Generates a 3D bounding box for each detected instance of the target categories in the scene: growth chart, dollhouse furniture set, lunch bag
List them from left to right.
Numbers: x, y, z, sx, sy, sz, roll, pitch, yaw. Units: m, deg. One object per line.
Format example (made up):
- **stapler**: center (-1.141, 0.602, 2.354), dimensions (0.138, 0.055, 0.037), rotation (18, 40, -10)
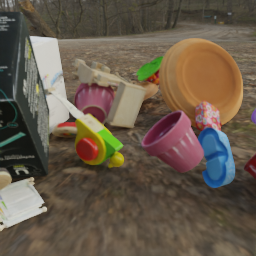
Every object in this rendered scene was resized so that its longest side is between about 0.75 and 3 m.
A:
- **growth chart**: center (-1.971, 1.272, 4.896), dimensions (0.912, 0.112, 1.260), rotation (-13, 25, -28)
- **dollhouse furniture set**: center (-0.897, -1.198, 8.674), dimensions (1.428, 1.220, 2.755), rotation (8, 21, -36)
- **lunch bag**: center (2.145, -0.237, 7.385), dimensions (0.748, 0.348, 0.849), rotation (25, 53, -19)

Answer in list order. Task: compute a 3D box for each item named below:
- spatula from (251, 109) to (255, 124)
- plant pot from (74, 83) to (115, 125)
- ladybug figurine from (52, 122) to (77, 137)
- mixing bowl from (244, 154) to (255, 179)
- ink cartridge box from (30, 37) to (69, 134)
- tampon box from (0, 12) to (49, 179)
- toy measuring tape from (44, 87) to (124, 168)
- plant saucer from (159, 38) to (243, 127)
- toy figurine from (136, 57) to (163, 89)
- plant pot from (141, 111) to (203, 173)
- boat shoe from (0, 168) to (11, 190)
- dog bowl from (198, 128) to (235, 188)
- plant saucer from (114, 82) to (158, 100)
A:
- **spatula**: center (3.505, -0.010, 6.382), dimensions (0.286, 0.787, 2.785), rotation (38, 21, -8)
- **plant pot**: center (-1.026, -0.663, 8.509), dimensions (1.270, 1.270, 1.137), rotation (-1, 37, -2)
- **ladybug figurine**: center (-1.562, 0.041, 7.438), dimensions (0.895, 0.322, 0.607), rotation (0, -17, 5)
- **mixing bowl**: center (3.119, 0.622, 4.632), dimensions (2.008, 2.008, 1.088), rotation (-11, 59, -26)
- **ink cartridge box**: center (-2.887, -1.062, 7.399), dimensions (1.749, 2.375, 1.718), rotation (10, 33, 22)
- **tampon box**: center (-2.586, -0.338, 4.879), dimensions (2.029, 2.707, 1.709), rotation (-3, 60, -9)
- **toy measuring tape**: center (-1.068, 0.095, 6.177), dimensions (2.372, 0.873, 0.873), rotation (40, 34, 12)
- **plant saucer**: center (2.280, -1.394, 8.259), dimensions (2.802, 2.802, 0.524), rotation (-8, -9, -19)
- **toy figurine**: center (1.219, -1.720, 10.622), dimensions (1.217, 1.492, 1.621), rotation (-49, 22, -9)
- **plant pot**: center (0.838, 0.291, 4.908), dimensions (0.917, 0.821, 0.917), rotation (-41, 13, 11)
- **boat shoe**: center (-2.896, 0.939, 4.725), dimensions (1.720, 0.619, 0.557), rotation (-17, 55, -10)
- **dog bowl**: center (1.663, 0.548, 5.279), dimensions (0.282, 1.137, 0.633), rotation (5, -25, -25)
- **plant saucer**: center (0.119, -1.264, 10.326), dimensions (1.944, 0.314, 1.944), rotation (-18, 19, 6)
